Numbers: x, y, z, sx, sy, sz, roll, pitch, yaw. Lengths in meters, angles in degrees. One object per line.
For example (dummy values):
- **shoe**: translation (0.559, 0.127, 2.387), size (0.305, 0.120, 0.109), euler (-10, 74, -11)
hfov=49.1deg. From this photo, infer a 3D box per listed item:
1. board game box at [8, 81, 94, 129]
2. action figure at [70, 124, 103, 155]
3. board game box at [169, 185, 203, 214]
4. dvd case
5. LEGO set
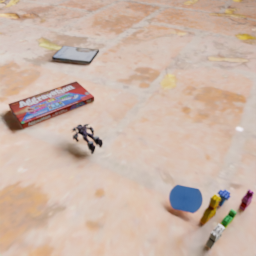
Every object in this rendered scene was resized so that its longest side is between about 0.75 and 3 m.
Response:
- **board game box**: translation (-2.761, -0.918, 10.199), size (2.733, 0.266, 1.407), euler (-25, 45, -27)
- **action figure**: translation (-1.286, 0.254, 8.587), size (0.762, 0.406, 1.171), euler (-28, 51, -26)
- **board game box**: translation (1.436, 1.801, 7.008), size (0.830, 0.162, 0.655), euler (8, 57, 18)
- **dvd case**: translation (-2.469, -3.488, 13.309), size (1.887, 0.166, 1.346), euler (8, 41, 10)
- **LEGO set**: translation (2.235, 1.844, 6.554), size (1.785, 0.733, 0.681), euler (-32, 49, -32)
